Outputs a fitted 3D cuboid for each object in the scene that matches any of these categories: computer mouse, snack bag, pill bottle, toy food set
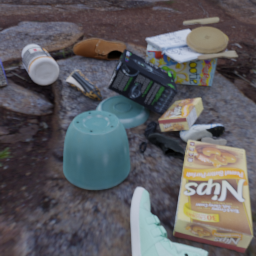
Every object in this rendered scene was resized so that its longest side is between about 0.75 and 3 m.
[{"bbox_3d":[0.701,0.330,9.466,0.445,0.258,1.518,-24,28,39],"label":"computer mouse"},{"bbox_3d":[2.426,-3.522,11.918,2.483,0.282,2.634,-17,41,-21],"label":"snack bag"},{"bbox_3d":[-4.128,-2.982,12.943,1.302,1.302,2.238,-18,42,-22],"label":"pill bottle"},{"bbox_3d":[3.274,-3.526,11.556,1.804,0.524,2.613,-6,54,-1],"label":"toy food set"}]

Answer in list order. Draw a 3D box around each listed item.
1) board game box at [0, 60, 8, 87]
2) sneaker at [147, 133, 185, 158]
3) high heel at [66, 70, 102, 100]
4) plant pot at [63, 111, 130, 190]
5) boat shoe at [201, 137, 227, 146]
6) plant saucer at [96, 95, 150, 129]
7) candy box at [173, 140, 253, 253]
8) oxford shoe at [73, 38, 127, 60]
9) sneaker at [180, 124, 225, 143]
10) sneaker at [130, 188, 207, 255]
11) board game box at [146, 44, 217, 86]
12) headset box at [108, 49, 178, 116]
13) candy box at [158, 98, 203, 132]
[{"bbox_3d":[-6.667,-2.442,12.331,2.191,1.061,1.747,-18,41,-18],"label":"board game box"},{"bbox_3d":[1.204,0.583,9.051,1.294,0.389,0.675,14,35,12],"label":"sneaker"},{"bbox_3d":[-1.887,-1.761,12.139,0.781,1.560,2.188,-48,17,-3],"label":"high heel"},{"bbox_3d":[-0.898,0.482,8.048,2.011,1.614,2.011,2,32,-2],"label":"plant pot"},{"bbox_3d":[2.851,0.447,9.369,0.842,0.282,0.240,5,11,1],"label":"boat shoe"},{"bbox_3d":[-0.218,-0.715,10.834,2.122,0.291,2.122,0,37,0],"label":"plant saucer"},{"bbox_3d":[2.222,1.609,7.376,1.651,0.791,2.860,9,38,11],"label":"candy box"},{"bbox_3d":[-1.462,-4.006,14.582,2.837,1.012,1.011,-2,47,-3],"label":"oxford shoe"},{"bbox_3d":[2.537,0.107,9.535,1.638,0.589,0.594,-8,35,-15],"label":"sneaker"},{"bbox_3d":[0.843,2.479,6.098,1.546,0.965,2.621,-5,47,2],"label":"sneaker"},{"bbox_3d":[2.361,-3.011,12.759,2.992,1.541,1.569,5,38,7],"label":"board game box"},{"bbox_3d":[0.629,-1.734,10.583,2.408,1.117,2.097,26,26,-10],"label":"headset box"},{"bbox_3d":[1.906,-0.487,9.950,1.022,0.490,1.770,-5,24,34],"label":"candy box"}]
